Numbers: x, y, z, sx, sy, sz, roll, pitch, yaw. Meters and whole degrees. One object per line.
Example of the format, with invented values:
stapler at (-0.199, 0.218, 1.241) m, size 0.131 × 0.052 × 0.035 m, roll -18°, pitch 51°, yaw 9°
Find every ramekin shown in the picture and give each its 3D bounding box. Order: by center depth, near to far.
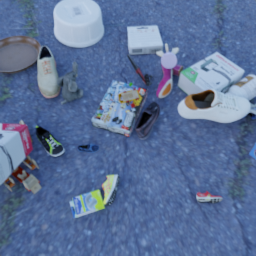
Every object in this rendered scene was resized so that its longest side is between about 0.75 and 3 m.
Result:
ramekin at (-2.569, -5.537, 14.477) m, size 2.636 × 1.285 × 2.636 m, roll 2°, pitch 58°, yaw -4°

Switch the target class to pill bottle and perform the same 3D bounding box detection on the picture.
pill bottle at (4.790, -1.482, 11.855) m, size 1.585 × 0.907 × 0.907 m, roll -34°, pitch 60°, yaw -10°

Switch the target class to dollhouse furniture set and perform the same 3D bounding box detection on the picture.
dollhouse furniture set at (-3.661, 1.760, 9.867) m, size 1.226 × 0.638 × 1.239 m, roll 28°, pitch 58°, yaw 32°

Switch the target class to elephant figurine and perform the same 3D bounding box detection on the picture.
elephant figurine at (-2.497, -1.894, 11.836) m, size 0.991 × 1.401 × 1.087 m, roll -8°, pitch 45°, yaw 2°

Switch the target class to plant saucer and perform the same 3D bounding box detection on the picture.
plant saucer at (-5.569, -3.545, 13.708) m, size 2.690 × 0.431 × 2.690 m, roll 0°, pitch 54°, yaw -1°

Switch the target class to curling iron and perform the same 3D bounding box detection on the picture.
curling iron at (0.531, -2.719, 12.985) m, size 0.274 × 0.531 × 2.141 m, roll 6°, pitch 41°, yaw -48°

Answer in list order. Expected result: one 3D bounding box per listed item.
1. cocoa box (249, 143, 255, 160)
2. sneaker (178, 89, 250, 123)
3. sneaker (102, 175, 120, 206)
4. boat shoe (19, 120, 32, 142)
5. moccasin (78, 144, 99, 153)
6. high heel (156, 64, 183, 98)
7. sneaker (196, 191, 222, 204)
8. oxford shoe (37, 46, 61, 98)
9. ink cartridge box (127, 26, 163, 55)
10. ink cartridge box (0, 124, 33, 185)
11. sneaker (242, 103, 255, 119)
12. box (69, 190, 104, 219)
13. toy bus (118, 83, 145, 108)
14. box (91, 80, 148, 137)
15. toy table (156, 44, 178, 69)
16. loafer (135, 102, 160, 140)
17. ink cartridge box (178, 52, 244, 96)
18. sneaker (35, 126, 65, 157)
cocoa box at (5.853, 0.462, 10.149) m, size 2.245 × 1.473 × 1.497 m, roll -34°, pitch 61°, yaw -22°
sneaker at (3.446, -0.860, 10.473) m, size 2.929 × 1.240 × 1.066 m, roll -4°, pitch 68°, yaw -13°
sneaker at (-0.680, 2.132, 9.630) m, size 0.531 × 0.459 × 1.175 m, roll 6°, pitch 49°, yaw 16°
boat shoe at (-4.138, 0.180, 10.994) m, size 0.412 × 0.439 × 1.191 m, roll -27°, pitch 52°, yaw -10°
moccasin at (-1.516, 0.776, 10.664) m, size 0.806 × 0.275 × 0.324 m, roll -6°, pitch 54°, yaw -5°
high heel at (1.538, -2.219, 12.587) m, size 1.092 × 0.767 × 2.277 m, roll 20°, pitch 60°, yaw 25°
sneaker at (2.756, 2.323, 9.499) m, size 0.868 × 0.334 × 0.369 m, roll 3°, pitch 45°, yaw 1°
oxford shoe at (-3.688, -2.533, 12.586) m, size 0.996 × 1.038 × 2.813 m, roll -15°, pitch 55°, yaw -10°
ink cartridge box at (0.811, -4.568, 14.506) m, size 1.688 × 0.522 × 2.082 m, roll -4°, pitch 45°, yaw -2°
ink cartridge box at (-4.708, 0.893, 9.157) m, size 1.952 × 1.120 × 2.687 m, roll 2°, pitch 26°, yaw 9°
sneaker at (5.303, -0.651, 11.570) m, size 1.536 × 0.592 × 0.654 m, roll -4°, pitch 65°, yaw -1°
box at (-1.395, 2.547, 9.400) m, size 1.064 × 0.254 × 0.649 m, roll -16°, pitch 55°, yaw -12°
toy bus at (0.050, -1.291, 11.421) m, size 0.941 × 0.486 × 0.888 m, roll 32°, pitch 71°, yaw -20°
box at (-0.302, -0.862, 11.721) m, size 1.634 × 0.476 × 2.387 m, roll 17°, pitch 56°, yaw 12°
toy table at (1.741, -3.121, 12.201) m, size 0.959 × 1.043 × 0.611 m, roll -4°, pitch 68°, yaw 0°
loafer at (0.787, -0.408, 11.212) m, size 0.667 × 0.584 × 1.855 m, roll -5°, pitch 48°, yaw 38°
ink cartridge box at (3.632, -2.168, 12.367) m, size 2.292 × 0.964 × 1.673 m, roll -32°, pitch 60°, yaw -21°
sneaker at (-3.056, 0.493, 10.621) m, size 1.582 × 0.655 × 0.567 m, roll 36°, pitch 64°, yaw 24°
